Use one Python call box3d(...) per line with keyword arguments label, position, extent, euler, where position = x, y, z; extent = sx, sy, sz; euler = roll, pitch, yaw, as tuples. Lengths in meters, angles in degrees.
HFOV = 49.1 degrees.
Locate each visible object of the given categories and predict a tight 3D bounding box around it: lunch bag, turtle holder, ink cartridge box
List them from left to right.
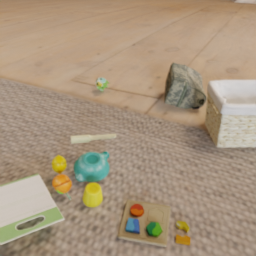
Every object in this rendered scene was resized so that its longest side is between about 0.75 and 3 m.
box3d(label="ink cartridge box", position=(-2.479, 1.931, 6.607), extent=(1.392, 0.459, 1.913), euler=(-15, 34, -30))
box3d(label="turtle holder", position=(-1.239, -1.939, 12.656), extent=(0.554, 0.518, 0.730), euler=(-14, 44, 57))
box3d(label="lunch bag", position=(2.392, -1.670, 11.599), extent=(1.573, 1.307, 1.875), euler=(12, 40, -2))

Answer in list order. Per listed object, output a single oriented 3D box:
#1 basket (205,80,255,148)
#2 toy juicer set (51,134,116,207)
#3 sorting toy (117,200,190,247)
box3d(label="basket", position=(4.125, -0.465, 9.362), extent=(2.808, 1.732, 1.903), euler=(-1, 33, 0))
box3d(label="toy juicer set", position=(-1.296, 1.025, 7.911), extent=(1.568, 0.671, 2.464), euler=(10, 42, 1))
box3d(label="sorting toy", position=(0.653, 2.210, 6.576), extent=(1.614, 0.216, 1.202), euler=(6, 33, 10))
